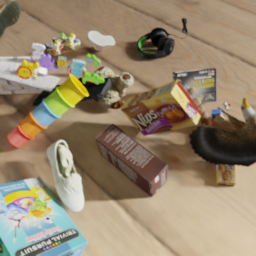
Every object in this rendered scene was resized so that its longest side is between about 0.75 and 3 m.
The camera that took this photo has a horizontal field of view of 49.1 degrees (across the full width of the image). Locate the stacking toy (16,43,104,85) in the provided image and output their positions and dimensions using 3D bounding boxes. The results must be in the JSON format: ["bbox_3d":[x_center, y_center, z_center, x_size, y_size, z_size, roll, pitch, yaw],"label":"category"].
[{"bbox_3d":[-2.234,-2.108,9.682,2.709,0.636,2.042,8,31,-13],"label":"stacking toy"}]

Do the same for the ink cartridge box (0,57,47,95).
[{"bbox_3d":[-4.127,-1.988,10.530,1.852,0.767,1.357,-2,51,-1],"label":"ink cartridge box"}]

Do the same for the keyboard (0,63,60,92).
[{"bbox_3d":[-3.657,-1.806,9.822,2.457,0.131,0.691,16,58,9],"label":"keyboard"}]

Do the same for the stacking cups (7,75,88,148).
[{"bbox_3d":[-2.522,-0.436,8.641,2.792,0.845,0.845,-39,55,10],"label":"stacking cups"}]

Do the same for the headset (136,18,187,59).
[{"bbox_3d":[1.447,-3.777,11.800,2.297,1.079,1.418,-24,55,-4],"label":"headset"}]

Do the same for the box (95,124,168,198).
[{"bbox_3d":[0.097,0.900,7.946,0.785,1.049,2.095,-41,62,-20],"label":"box"}]

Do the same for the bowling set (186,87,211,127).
[{"bbox_3d":[1.979,-0.415,8.654,0.825,1.536,1.069,-27,51,16],"label":"bowling set"}]

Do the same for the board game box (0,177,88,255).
[{"bbox_3d":[-2.339,2.259,6.609,2.334,0.548,1.762,42,26,29],"label":"board game box"}]

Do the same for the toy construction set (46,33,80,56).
[{"bbox_3d":[-2.842,-3.445,11.810,1.035,0.727,1.579,18,42,17],"label":"toy construction set"}]

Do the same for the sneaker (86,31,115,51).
[{"bbox_3d":[-1.305,-3.519,11.550,0.787,0.567,1.505,-12,-1,37],"label":"sneaker"}]

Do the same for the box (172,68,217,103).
[{"bbox_3d":[2.312,-1.428,9.746,1.464,1.160,0.354,-6,16,-3],"label":"box"}]

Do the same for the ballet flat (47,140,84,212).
[{"bbox_3d":[-1.628,1.205,7.445,0.702,0.702,2.021,-20,66,-16],"label":"ballet flat"}]

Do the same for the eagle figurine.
[{"bbox_3d":[3.444,0.134,8.103,2.057,2.711,2.046,15,74,-25],"label":"eagle figurine"}]

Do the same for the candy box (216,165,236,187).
[{"bbox_3d":[2.863,1.268,8.214,0.493,0.236,0.854,8,51,6],"label":"candy box"}]

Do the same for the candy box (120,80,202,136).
[{"bbox_3d":[0.900,-0.502,8.176,2.119,1.236,0.598,-15,35,48],"label":"candy box"}]

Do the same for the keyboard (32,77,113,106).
[{"bbox_3d":[-1.859,-1.278,9.676,2.686,0.345,1.613,-4,38,20],"label":"keyboard"}]

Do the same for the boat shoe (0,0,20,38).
[{"bbox_3d":[-6.013,-5.089,12.947,0.983,1.007,2.661,11,51,13],"label":"boat shoe"}]

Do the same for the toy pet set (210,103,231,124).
[{"bbox_3d":[2.861,-0.473,9.102,0.437,0.822,0.768,37,38,-4],"label":"toy pet set"}]

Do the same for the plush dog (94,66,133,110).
[{"bbox_3d":[-0.595,-1.273,9.915,1.519,1.218,1.304,21,72,21],"label":"plush dog"}]
